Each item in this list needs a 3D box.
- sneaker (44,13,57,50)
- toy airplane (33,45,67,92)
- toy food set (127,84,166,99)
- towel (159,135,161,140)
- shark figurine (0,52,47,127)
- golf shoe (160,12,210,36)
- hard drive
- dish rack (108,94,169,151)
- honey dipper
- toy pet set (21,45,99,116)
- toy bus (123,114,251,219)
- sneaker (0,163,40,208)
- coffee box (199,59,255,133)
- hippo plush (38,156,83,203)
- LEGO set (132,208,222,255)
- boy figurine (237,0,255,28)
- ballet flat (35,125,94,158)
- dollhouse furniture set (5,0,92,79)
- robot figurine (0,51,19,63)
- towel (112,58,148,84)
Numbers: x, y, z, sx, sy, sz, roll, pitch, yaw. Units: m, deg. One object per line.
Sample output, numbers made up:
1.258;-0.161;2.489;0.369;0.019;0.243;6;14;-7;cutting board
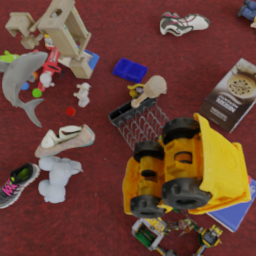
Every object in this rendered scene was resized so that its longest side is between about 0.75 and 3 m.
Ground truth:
-3.457;-4.736;13.190;0.844;0.891;2.169;0;62;0;sneaker
-3.656;-2.711;12.182;2.283;0.420;2.283;-1;85;16;toy airplane
0.774;-1.383;11.494;1.647;0.969;0.538;6;83;-2;toy food set
2.409;0.776;10.705;2.449;0.221;1.054;1;63;0;towel
-3.408;-1.024;8.654;1.745;2.921;1.219;-5;59;-22;shark figurine
2.679;-4.829;13.376;2.317;0.894;1.021;8;77;11;golf shoe
2.908;1.938;9.897;2.904;0.368;1.916;35;71;14;hard drive
0.766;0.080;10.573;2.090;0.743;2.724;-31;59;-7;dish rack
0.545;-1.054;9.041;0.510;2.685;0.510;1;84;-12;honey dipper
-2.587;-2.204;11.892;2.867;1.522;2.677;30;100;16;toy pet set
1.664;1.361;7.290;2.835;2.953;2.004;24;51;-27;toy bus
-3.962;1.922;9.758;0.701;0.831;1.900;37;69;18;sneaker
4.343;-1.314;11.299;1.533;1.082;2.712;38;69;18;coffee box
-2.335;1.853;9.729;1.738;1.384;1.397;15;93;35;hippo plush
1.469;3.175;8.617;2.254;1.698;2.931;-38;69;-18;LEGO set
6.674;-5.373;13.518;2.538;0.818;1.578;33;82;14;boy figurine
-1.580;0.257;6.577;1.597;0.537;0.544;-17;38;11;ballet flat
-2.296;-2.835;8.989;1.978;2.236;1.243;9;65;21;dollhouse furniture set
-5.185;-2.848;12.289;1.139;0.659;0.999;-14;62;-24;robot figurine
0.094;-2.558;12.373;1.325;0.328;0.978;24;66;12;towel
